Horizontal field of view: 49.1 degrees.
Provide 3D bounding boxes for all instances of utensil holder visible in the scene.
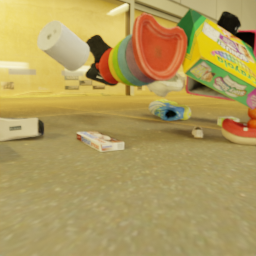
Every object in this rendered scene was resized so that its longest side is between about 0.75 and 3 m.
[{"bbox_3d":[-2.290,-2.868,9.906,1.224,1.224,1.440,6,-14,34],"label":"utensil holder"}]

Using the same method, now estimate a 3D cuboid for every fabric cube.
[{"bbox_3d":[4.282,-2.748,11.766,2.667,2.617,2.659,16,25,37],"label":"fabric cube"}]

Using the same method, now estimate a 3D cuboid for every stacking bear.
[{"bbox_3d":[0.092,-1.922,8.042,1.650,1.546,2.718,9,-4,-33],"label":"stacking bear"}]

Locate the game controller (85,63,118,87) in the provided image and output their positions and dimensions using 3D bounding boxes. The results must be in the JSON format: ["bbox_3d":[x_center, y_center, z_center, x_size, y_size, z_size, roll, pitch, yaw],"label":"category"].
[{"bbox_3d":[-1.221,-2.756,14.267,2.122,1.107,0.447,23,-14,30],"label":"game controller"}]

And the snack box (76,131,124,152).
[{"bbox_3d":[-0.977,0.413,9.161,0.782,0.264,2.175,-5,10,-29],"label":"snack box"}]

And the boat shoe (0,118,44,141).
[{"bbox_3d":[-4.140,0.085,10.062,2.323,0.867,1.077,0,-6,-3],"label":"boat shoe"}]

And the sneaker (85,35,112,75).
[{"bbox_3d":[-0.873,-2.855,12.067,1.085,1.254,2.864,-31,49,8],"label":"sneaker"}]

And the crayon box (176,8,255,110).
[{"bbox_3d":[2.757,-2.024,8.247,2.665,2.299,0.777,21,-43,-23],"label":"crayon box"}]

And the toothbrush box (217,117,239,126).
[{"bbox_3d":[4.630,-0.270,12.978,0.702,0.415,0.964,0,8,1],"label":"toothbrush box"}]

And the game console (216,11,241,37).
[{"bbox_3d":[3.136,-2.942,9.625,1.125,1.907,0.230,-1,35,-42],"label":"game console"}]

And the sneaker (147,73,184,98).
[{"bbox_3d":[1.773,-1.974,13.220,0.965,1.231,2.477,-39,35,-19],"label":"sneaker"}]

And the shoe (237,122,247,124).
[{"bbox_3d":[4.783,0.071,11.036,1.713,0.457,0.599,-5,42,-8],"label":"shoe"}]

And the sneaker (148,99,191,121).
[{"bbox_3d":[1.997,-1.004,15.556,2.782,1.054,1.461,9,13,41],"label":"sneaker"}]

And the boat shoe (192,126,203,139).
[{"bbox_3d":[2.657,0.118,10.640,0.393,0.385,1.110,1,9,6],"label":"boat shoe"}]

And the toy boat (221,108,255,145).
[{"bbox_3d":[4.176,-0.146,9.325,2.010,1.314,1.312,3,10,20],"label":"toy boat"}]
